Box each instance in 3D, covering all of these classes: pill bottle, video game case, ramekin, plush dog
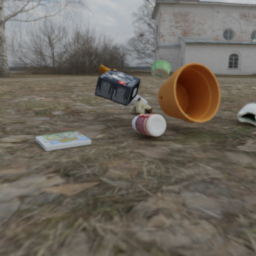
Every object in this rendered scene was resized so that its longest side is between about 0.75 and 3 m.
[{"bbox_3d":[0.689,-0.120,10.064,0.754,0.754,1.336,-7,7,-27],"label":"pill bottle"},{"bbox_3d":[-2.173,0.411,9.314,1.486,0.164,1.353,-7,15,-29],"label":"video game case"},{"bbox_3d":[1.269,-2.246,11.002,0.772,0.377,0.772,9,-31,6],"label":"ramekin"},{"bbox_3d":[0.763,-1.043,14.432,0.921,0.860,1.072,20,1,-31],"label":"plush dog"}]

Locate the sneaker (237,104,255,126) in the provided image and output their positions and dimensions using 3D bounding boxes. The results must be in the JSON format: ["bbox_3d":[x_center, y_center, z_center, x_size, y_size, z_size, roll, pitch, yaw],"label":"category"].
[{"bbox_3d":[5.809,-0.384,11.354,1.117,0.980,2.787,-24,20,-40],"label":"sneaker"}]

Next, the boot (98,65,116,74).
[{"bbox_3d":[-1.040,-2.775,13.464,0.952,0.681,0.335,-22,27,55],"label":"boot"}]

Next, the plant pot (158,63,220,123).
[{"bbox_3d":[2.192,-1.227,10.771,2.204,2.204,1.543,-7,0,-28],"label":"plant pot"}]

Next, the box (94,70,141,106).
[{"bbox_3d":[-0.406,-1.726,11.788,1.458,0.833,1.601,19,27,9],"label":"box"}]

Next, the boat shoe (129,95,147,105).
[{"bbox_3d":[0.294,-1.775,17.592,1.813,0.773,0.670,31,11,4],"label":"boat shoe"}]

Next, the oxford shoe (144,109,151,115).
[{"bbox_3d":[0.809,-0.527,12.145,0.308,0.358,0.849,28,30,-31],"label":"oxford shoe"}]
